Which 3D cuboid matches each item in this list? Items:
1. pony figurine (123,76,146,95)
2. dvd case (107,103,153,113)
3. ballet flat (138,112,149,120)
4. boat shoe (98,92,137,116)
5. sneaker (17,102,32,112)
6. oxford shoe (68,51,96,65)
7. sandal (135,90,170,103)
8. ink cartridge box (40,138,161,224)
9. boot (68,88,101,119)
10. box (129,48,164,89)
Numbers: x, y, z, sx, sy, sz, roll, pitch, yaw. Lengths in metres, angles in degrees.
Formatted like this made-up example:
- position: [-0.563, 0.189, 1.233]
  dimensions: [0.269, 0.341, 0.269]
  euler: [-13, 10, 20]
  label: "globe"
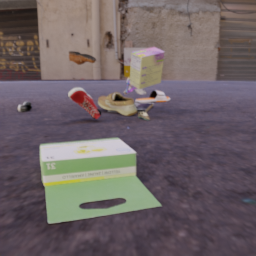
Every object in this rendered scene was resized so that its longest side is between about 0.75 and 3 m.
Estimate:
- position: [0.297, -1.838, 11.998]
  dimensions: [0.944, 0.978, 0.814]
  euler: [2, -29, 28]
  label: "pony figurine"
- position: [0.205, -1.062, 14.496]
  dimensions: [1.892, 0.203, 2.545]
  euler: [1, 13, 13]
  label: "dvd case"
- position: [0.643, -0.524, 11.799]
  dimensions: [0.266, 0.295, 0.785]
  euler: [-3, 12, -27]
  label: "ballet flat"
- position: [-0.536, -1.263, 13.205]
  dimensions: [2.437, 0.809, 0.902]
  euler: [19, 35, 40]
  label: "boat shoe"
- position: [-5.024, -1.036, 13.996]
  dimensions: [0.555, 0.408, 1.227]
  euler: [4, 16, 4]
  label: "sneaker"
- position: [-1.426, -2.128, 8.750]
  dimensions: [1.025, 0.365, 0.366]
  euler: [20, 24, 28]
  label: "oxford shoe"
- position: [1.615, -1.991, 17.576]
  dimensions: [2.499, 0.716, 0.957]
  euler: [-7, 14, -31]
  label: "sandal"
- position: [-0.676, 0.782, 5.206]
  dimensions: [1.797, 0.592, 2.470]
  euler: [-4, 11, -18]
  label: "ink cartridge box"
- position: [-1.592, -0.883, 10.793]
  dimensions: [0.567, 1.130, 1.567]
  euler: [-40, -21, 10]
  label: "boot"
- position: [0.727, -2.360, 11.063]
  dimensions: [1.176, 1.337, 0.646]
  euler: [-22, 43, -31]
  label: "box"
